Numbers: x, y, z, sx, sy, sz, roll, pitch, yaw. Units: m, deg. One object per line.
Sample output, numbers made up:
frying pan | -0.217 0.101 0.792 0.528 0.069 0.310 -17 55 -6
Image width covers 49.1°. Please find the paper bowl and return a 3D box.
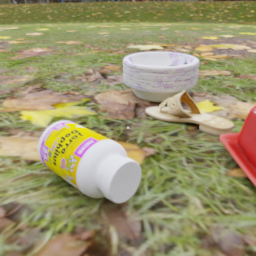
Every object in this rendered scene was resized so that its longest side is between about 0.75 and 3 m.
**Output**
paper bowl | 1.246 -2.001 11.047 2.919 1.518 2.919 1 26 0

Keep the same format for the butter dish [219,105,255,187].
butter dish | 3.799 0.059 5.976 2.797 2.073 2.805 -1 25 -3

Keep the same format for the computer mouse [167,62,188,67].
computer mouse | 1.806 -2.181 10.582 0.946 0.655 0.249 -10 68 -29

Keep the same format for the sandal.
sandal | 1.881 -0.670 8.822 3.010 0.990 1.104 21 32 37

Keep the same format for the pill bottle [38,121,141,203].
pill bottle | -0.800 0.657 5.636 1.148 1.148 2.202 -23 31 -40
